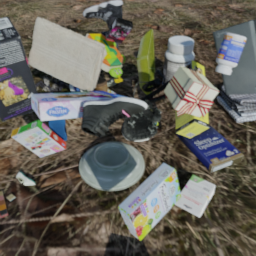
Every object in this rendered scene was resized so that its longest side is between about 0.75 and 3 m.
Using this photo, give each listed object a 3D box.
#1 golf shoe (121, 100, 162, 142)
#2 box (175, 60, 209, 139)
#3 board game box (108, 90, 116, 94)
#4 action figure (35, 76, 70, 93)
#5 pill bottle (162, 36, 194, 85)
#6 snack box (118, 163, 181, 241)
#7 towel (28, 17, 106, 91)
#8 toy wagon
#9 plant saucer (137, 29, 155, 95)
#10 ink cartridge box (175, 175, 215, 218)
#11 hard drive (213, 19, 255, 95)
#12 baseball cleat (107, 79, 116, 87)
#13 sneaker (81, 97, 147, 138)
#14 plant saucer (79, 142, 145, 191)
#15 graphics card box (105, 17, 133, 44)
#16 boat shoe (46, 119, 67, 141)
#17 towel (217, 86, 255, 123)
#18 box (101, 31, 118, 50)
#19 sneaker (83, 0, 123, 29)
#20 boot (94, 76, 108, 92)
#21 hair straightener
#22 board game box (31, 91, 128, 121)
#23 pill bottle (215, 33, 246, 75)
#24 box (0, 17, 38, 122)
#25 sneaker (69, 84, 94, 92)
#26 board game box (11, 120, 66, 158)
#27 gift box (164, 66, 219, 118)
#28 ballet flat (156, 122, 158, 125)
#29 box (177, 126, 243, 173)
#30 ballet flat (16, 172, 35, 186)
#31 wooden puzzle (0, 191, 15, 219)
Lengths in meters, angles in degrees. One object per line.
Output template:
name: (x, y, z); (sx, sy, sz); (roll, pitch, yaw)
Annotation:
golf shoe: (0.261, 0.038, 8.034); (0.927, 1.127, 2.384); (44, 26, 3)
box: (2.242, -1.052, 10.062); (0.675, 1.014, 2.695); (19, 56, -24)
board game box: (-1.418, -1.056, 12.792); (0.856, 0.871, 1.662); (30, 46, 33)
action figure: (-4.024, -2.258, 14.206); (2.044, 1.043, 1.215); (-7, 28, -6)
pill bottle: (2.520, -3.146, 14.053); (1.455, 2.557, 1.455); (0, 39, 0)
snack box: (0.554, 1.694, 6.452); (1.513, 1.076, 0.401); (-39, 43, -25)
towel: (-2.037, -2.382, 9.221); (2.533, 1.679, 0.437); (26, 29, 5)
toy wagon: (-0.959, -3.194, 12.710); (2.000, 0.510, 2.578); (-21, 72, -46)
plant saucer: (0.754, -2.692, 11.727); (0.499, 2.083, 2.080); (2, 48, 10)
ink cartridge box: (2.117, 2.261, 8.959); (0.833, 0.479, 1.423); (24, 44, 27)
hard drive: (4.100, -2.471, 10.209); (0.413, 2.511, 1.753); (-24, 15, -26)
baseball cleat: (-1.128, -2.368, 14.830); (1.118, 0.390, 0.595); (-30, 48, -33)
sneaker: (-0.324, -0.169, 5.646); (1.489, 0.526, 0.738); (-3, 64, 27)
plant saucer: (-0.602, 1.181, 10.222); (2.425, 0.609, 2.425); (0, 39, 0)
graphics card box: (-0.372, -3.910, 11.324); (0.729, 1.161, 0.295); (7, 66, -26)
boat shoe: (-2.231, -0.122, 8.706); (0.595, 1.414, 0.485); (-8, 50, -16)
towel: (5.683, -1.349, 13.018); (2.467, 1.056, 2.043); (-7, 38, -9)
box: (-1.047, -4.487, 16.286); (0.737, 1.868, 1.318); (-9, 40, -11)
sneaker: (-1.140, -5.192, 13.238); (2.120, 1.207, 0.800); (-4, 22, 27)
boot: (-1.203, -1.629, 10.455); (0.608, 0.623, 1.652); (-27, 36, -14)
hair straightener: (1.159, -1.480, 9.727); (0.568, 1.069, 2.778); (-8, -8, -43)
board game box: (-1.363, -0.651, 7.438); (2.144, 0.442, 2.149); (-6, 14, -23)
pill bottle: (2.927, -2.127, 8.123); (0.620, 1.106, 0.620); (14, 18, -5)
box: (-4.229, -1.965, 9.623); (1.541, 2.905, 1.776); (-22, 50, -19)
sneaker: (-2.058, -2.103, 14.002); (1.533, 0.843, 2.093); (-16, 34, -1)
board game box: (-2.510, 0.347, 7.945); (0.937, 1.224, 0.247); (-19, 49, 18)
gift box: (1.797, -0.926, 8.066); (1.098, 1.190, 1.111); (10, 34, -25)
ballet flat: (0.478, -0.414, 10.138); (1.554, 0.521, 0.519); (29, 92, 26)
box: (3.135, 0.650, 11.073); (1.453, 0.389, 2.398); (-16, 40, -19)
ballet flat: (-3.565, 1.831, 9.703); (0.899, 0.312, 0.312); (23, 44, 33)
wooden puzzle: (-4.421, 2.572, 8.864); (1.675, 0.118, 0.993); (-18, 42, -22)
